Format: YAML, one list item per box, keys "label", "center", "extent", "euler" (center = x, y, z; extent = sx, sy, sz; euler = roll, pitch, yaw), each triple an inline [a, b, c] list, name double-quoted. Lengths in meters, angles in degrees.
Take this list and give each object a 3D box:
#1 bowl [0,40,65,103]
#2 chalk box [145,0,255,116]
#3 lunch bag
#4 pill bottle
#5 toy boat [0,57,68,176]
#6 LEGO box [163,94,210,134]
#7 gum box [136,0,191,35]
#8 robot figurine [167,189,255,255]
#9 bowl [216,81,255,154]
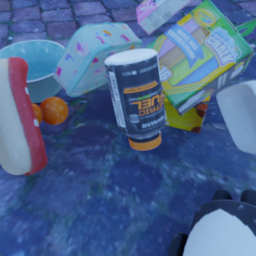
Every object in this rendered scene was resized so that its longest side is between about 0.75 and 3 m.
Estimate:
- label: "bowl"
  center: [-3.175, -1.768, 9.422]
  extent: [2.478, 1.296, 2.478]
  euler: [0, 45, 0]
- label: "chalk box"
  center: [1.841, -1.787, 6.906]
  extent: [2.677, 1.666, 1.657]
  euler: [-37, 78, 9]
- label: "lunch bag"
  center: [-0.830, -1.951, 8.159]
  extent: [0.996, 2.072, 2.583]
  euler: [48, 37, 8]
- label: "pill bottle"
  center: [0.214, -0.523, 5.763]
  extent: [1.047, 1.971, 1.047]
  euler: [-10, 26, 5]
- label: "toy boat"
  center: [-2.469, -0.353, 7.163]
  extent: [1.919, 1.916, 2.936]
  euler: [-16, 87, -34]
- label: "LEGO box"
  center: [1.303, -1.074, 8.965]
  extent: [2.544, 0.982, 1.895]
  euler: [15, 48, 14]
- label: "gum box"
  center: [0.824, -3.071, 7.049]
  extent: [1.397, 0.462, 0.793]
  euler: [-31, 42, 29]
- label: "robot figurine"
  center: [1.850, 2.440, 5.043]
  extent: [1.744, 2.099, 2.794]
  euler: [30, 50, 2]
- label: "bowl"
  center: [3.034, -0.287, 6.774]
  extent: [0.665, 1.783, 1.780]
  euler: [-23, 91, -10]
